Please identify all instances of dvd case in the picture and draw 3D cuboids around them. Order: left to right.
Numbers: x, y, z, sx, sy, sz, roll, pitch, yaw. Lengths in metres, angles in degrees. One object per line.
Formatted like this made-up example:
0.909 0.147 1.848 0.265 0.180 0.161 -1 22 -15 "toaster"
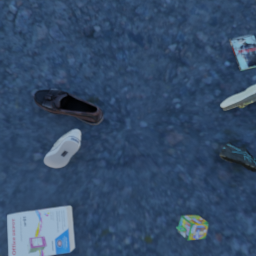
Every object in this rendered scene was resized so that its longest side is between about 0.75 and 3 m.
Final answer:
4.941 -3.156 11.672 1.042 0.157 1.428 -13 77 -3 "dvd case"

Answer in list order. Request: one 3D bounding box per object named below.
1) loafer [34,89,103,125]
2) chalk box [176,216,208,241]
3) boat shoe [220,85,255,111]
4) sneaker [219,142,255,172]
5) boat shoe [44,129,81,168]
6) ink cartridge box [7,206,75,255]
-2.306 -0.960 10.761 2.852 0.898 1.025 19 72 3 "loafer"
2.150 3.439 9.679 0.996 0.620 0.617 7 98 -26 "chalk box"
4.515 -1.090 10.958 1.795 0.641 0.537 -27 110 4 "boat shoe"
4.350 1.095 10.380 1.766 0.666 0.700 24 73 13 "sneaker"
-2.347 0.748 10.095 0.767 2.131 0.700 29 44 -18 "boat shoe"
-3.025 3.634 9.752 2.082 0.881 1.504 -8 78 -1 "ink cartridge box"
